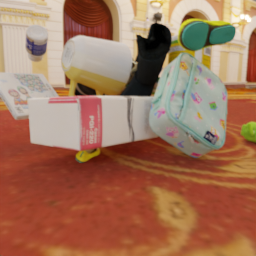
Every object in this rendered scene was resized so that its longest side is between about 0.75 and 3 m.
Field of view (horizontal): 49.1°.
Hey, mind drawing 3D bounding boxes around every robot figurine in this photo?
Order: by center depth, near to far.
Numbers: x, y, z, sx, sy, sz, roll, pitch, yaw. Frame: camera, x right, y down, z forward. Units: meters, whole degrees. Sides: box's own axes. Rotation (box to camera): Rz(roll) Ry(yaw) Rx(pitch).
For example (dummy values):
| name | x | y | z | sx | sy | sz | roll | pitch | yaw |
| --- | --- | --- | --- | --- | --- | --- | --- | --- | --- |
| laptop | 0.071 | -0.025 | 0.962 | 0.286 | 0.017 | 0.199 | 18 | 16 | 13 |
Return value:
| name | x | y | z | sx | sy | sz | roll | pitch | yaw |
| --- | --- | --- | --- | --- | --- | --- | --- | --- | --- |
| robot figurine | 3.988 | 0.158 | 8.594 | 0.919 | 0.606 | 1.048 | 11 | 4 | -25 |

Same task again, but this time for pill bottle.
| name | x | y | z | sx | sy | sz | roll | pitch | yaw |
| --- | --- | --- | --- | --- | --- | --- | --- | --- | --- |
| pill bottle | 1.866 | -1.617 | 8.775 | 1.294 | 2.330 | 1.294 | 3 | 4 | 0 |
| pill bottle | -3.113 | -2.818 | 9.501 | 0.697 | 0.697 | 1.165 | -5 | -28 | -24 |

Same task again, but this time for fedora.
| name | x | y | z | sx | sy | sz | roll | pitch | yaw |
| --- | --- | --- | --- | --- | --- | --- | --- | --- | --- |
| fedora | -1.274 | -1.989 | 11.684 | 2.213 | 2.213 | 1.011 | -5 | 10 | -28 |

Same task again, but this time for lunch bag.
| name | x | y | z | sx | sy | sz | roll | pitch | yaw |
| --- | --- | --- | --- | --- | --- | --- | --- | --- | --- |
| lunch bag | 1.531 | -0.586 | 6.941 | 1.932 | 2.408 | 0.928 | 34 | -38 | -22 |

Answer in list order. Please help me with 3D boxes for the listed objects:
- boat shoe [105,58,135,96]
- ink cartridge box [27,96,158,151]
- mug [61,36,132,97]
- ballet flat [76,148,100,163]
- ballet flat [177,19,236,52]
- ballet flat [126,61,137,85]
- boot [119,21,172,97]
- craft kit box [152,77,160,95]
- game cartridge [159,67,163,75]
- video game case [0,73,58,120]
| name | x | y | z | sx | sy | sz | roll | pitch | yaw |
| --- | --- | --- | --- | --- | --- | --- | --- | --- | --- |
| boat shoe | -0.304 | -1.721 | 11.018 | 0.886 | 2.393 | 0.794 | -1 | 29 | -27 |
| ink cartridge box | -0.750 | -0.220 | 6.863 | 1.939 | 1.129 | 2.663 | 4 | 9 | 41 |
| mug | -1.200 | -2.030 | 9.724 | 1.986 | 2.419 | 1.937 | 9 | -16 | -36 |
| ballet flat | -0.932 | 0.544 | 6.991 | 0.374 | 0.376 | 1.121 | 30 | 18 | 9 |
| ballet flat | 1.603 | -2.098 | 6.238 | 1.977 | 0.660 | 0.663 | -16 | 37 | -37 |
| ballet flat | 0.368 | -2.205 | 10.180 | 1.742 | 0.656 | 0.591 | -30 | 18 | 28 |
| boot | 0.341 | -1.422 | 8.235 | 1.064 | 2.787 | 2.342 | 23 | -23 | 6 |
| craft kit box | 1.235 | -1.526 | 10.228 | 0.994 | 0.241 | 0.981 | -1 | -23 | 21 |
| game cartridge | 0.951 | -2.658 | 11.313 | 0.227 | 1.181 | 0.766 | -17 | 32 | 46 |
| video game case | -2.915 | -0.998 | 8.356 | 1.694 | 0.220 | 1.861 | 52 | 32 | 17 |
